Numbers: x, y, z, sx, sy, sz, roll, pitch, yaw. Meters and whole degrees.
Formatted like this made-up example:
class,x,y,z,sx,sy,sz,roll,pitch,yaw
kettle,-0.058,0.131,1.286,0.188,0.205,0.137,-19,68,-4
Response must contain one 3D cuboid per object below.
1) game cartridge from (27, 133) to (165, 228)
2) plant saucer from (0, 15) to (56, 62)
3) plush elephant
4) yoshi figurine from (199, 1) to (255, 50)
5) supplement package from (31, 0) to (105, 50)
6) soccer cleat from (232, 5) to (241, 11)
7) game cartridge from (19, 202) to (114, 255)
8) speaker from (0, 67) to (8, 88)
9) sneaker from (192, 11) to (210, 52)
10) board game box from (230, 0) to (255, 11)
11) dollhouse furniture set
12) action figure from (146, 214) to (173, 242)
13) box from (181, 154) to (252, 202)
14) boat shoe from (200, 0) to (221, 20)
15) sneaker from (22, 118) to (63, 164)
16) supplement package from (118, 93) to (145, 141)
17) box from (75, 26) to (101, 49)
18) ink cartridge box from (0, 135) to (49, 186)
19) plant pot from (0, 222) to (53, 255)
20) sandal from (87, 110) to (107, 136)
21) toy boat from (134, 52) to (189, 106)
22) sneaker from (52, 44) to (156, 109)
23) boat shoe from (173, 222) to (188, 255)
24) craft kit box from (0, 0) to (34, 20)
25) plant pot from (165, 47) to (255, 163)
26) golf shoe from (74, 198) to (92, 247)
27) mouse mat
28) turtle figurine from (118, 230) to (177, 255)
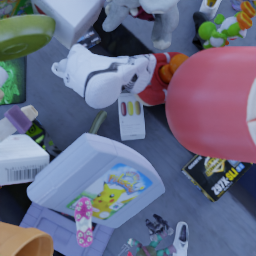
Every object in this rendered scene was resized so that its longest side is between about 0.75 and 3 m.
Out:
class,x,y,z,sx,sy,sz,roll,pitch,yaw
game cartridge,-0.376,1.122,5.434,1.702,2.553,0.517,-43,45,10
plant saucer,-2.688,-1.970,6.515,2.218,2.218,0.345,-21,97,-5
plush elephant,0.150,-3.078,6.543,2.193,2.663,2.062,42,48,10
yoshi figurine,2.532,-2.748,7.634,0.925,1.646,0.922,-9,81,-29
supplement package,-1.541,-3.160,7.184,1.347,2.222,1.331,41,82,-12
soccer cleat,4.068,-4.240,9.884,0.795,0.304,0.265,36,78,8
game cartridge,-1.686,2.719,8.033,2.461,0.472,1.596,25,81,6
speaker,-3.346,-0.680,6.055,0.682,0.682,1.680,24,70,6
sneaker,2.484,-3.170,9.508,0.847,0.488,1.623,-31,81,-12
board game box,2.977,-3.853,7.087,0.480,2.786,1.886,-40,117,15
dollhouse furniture set,-2.462,-0.348,4.822,0.981,1.095,1.382,-34,109,7
action figure,0.703,2.333,6.436,0.558,0.939,0.479,-32,51,-2
box,2.651,1.178,8.431,1.665,0.411,1.330,-41,81,-10
boat shoe,3.025,-4.842,9.817,0.742,0.731,2.092,20,76,5
sneaker,-2.561,0.579,8.289,0.825,0.965,2.328,-36,78,-7
supplement package,0.098,-0.345,8.656,0.743,0.715,1.306,-6,75,-1
box,-1.509,-3.138,9.653,0.853,0.212,0.847,-31,77,-7
ink cartridge box,-2.701,0.585,5.486,1.762,2.173,0.545,-3,99,-31
plant pot,-2.047,2.186,4.565,0.974,1.391,1.391,19,76,22
sandal,-1.068,0.472,8.427,0.612,0.851,2.144,29,77,-7
toy boat,1.238,-1.633,8.271,2.358,1.541,1.539,-16,84,-36
sneaker,-0.458,-1.364,6.387,1.454,0.951,2.530,32,38,21
boat shoe,1.521,3.233,7.904,0.398,0.378,1.104,14,76,4
craft kit box,-3.252,-2.734,6.721,0.656,2.669,2.702,46,48,-10
plant pot,2.572,-0.486,5.931,2.842,2.514,2.842,-2,97,-14
golf shoe,-0.724,1.524,4.516,0.286,0.348,0.761,2,62,-10
mouse mat,-4.202,-1.682,9.350,1.582,0.074,1.966,-6,76,-2
turtle figurine,0.462,3.043,6.694,1.302,0.656,0.975,-28,86,-12
